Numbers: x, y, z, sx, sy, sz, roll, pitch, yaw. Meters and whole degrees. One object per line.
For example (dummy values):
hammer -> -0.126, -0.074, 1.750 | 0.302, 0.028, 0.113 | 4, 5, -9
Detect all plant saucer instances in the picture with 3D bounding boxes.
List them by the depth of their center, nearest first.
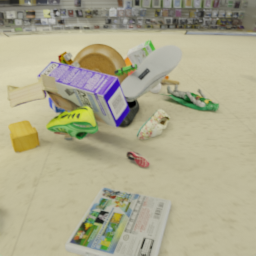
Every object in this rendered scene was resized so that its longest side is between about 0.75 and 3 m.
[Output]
plant saucer -> -1.307, -2.214, 11.793 | 2.588, 2.588, 0.458 | 5, 14, 11

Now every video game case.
video game case -> -0.109, 2.061, 6.026 | 1.759, 0.212, 1.930 | 8, 26, 16

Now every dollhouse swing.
dollhouse swing -> -3.474, 0.267, 9.226 | 0.816, 0.742, 0.717 | -18, 35, -31

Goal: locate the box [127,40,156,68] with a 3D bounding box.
box -> 0.790, -3.192, 13.046 | 1.171, 1.327, 0.642 | -19, 32, 28

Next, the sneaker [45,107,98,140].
sneaker -> -1.672, -0.018, 8.147 | 2.145, 0.896, 0.794 | -5, 31, 48

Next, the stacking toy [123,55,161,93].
stacking toy -> 0.852, -2.751, 15.328 | 2.005, 2.005, 2.744 | -13, 47, -26

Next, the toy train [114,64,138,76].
toy train -> -0.089, -2.169, 10.455 | 1.066, 0.222, 0.301 | -13, -17, 41

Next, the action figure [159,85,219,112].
action figure -> 3.018, -1.360, 12.971 | 1.650, 0.764, 2.794 | -16, 32, -37

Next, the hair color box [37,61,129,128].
hair color box -> -1.331, -1.013, 8.281 | 2.527, 1.381, 0.819 | 20, 61, 30

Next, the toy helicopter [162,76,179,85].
toy helicopter -> 2.153, -2.754, 16.316 | 1.674, 0.660, 1.107 | 12, 16, 0

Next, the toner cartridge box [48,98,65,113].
toner cartridge box -> -2.486, -1.234, 12.929 | 2.124, 0.459, 1.009 | -14, 29, -27

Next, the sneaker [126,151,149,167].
sneaker -> 0.320, 0.886, 8.241 | 0.759, 0.306, 0.284 | 30, 22, 26

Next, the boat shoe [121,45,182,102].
boat shoe -> 0.903, -2.072, 11.026 | 2.923, 1.021, 1.037 | -44, 79, -8

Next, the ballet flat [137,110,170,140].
ballet flat -> 1.026, -0.112, 10.214 | 0.679, 0.804, 2.125 | 28, 35, 12

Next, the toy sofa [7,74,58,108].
toy sofa -> -2.623, -0.959, 7.658 | 1.337, 0.653, 0.554 | -12, -6, 24

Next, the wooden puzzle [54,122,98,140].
wooden puzzle -> -1.957, -0.024, 10.661 | 1.244, 0.147, 2.097 | 8, 26, 16

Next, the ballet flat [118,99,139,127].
ballet flat -> -0.031, -0.930, 11.796 | 0.983, 0.840, 2.958 | 2, 24, 5

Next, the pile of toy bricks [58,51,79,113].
pile of toy bricks -> -1.977, -1.284, 10.032 | 1.418, 2.555, 1.261 | -45, 23, -24
